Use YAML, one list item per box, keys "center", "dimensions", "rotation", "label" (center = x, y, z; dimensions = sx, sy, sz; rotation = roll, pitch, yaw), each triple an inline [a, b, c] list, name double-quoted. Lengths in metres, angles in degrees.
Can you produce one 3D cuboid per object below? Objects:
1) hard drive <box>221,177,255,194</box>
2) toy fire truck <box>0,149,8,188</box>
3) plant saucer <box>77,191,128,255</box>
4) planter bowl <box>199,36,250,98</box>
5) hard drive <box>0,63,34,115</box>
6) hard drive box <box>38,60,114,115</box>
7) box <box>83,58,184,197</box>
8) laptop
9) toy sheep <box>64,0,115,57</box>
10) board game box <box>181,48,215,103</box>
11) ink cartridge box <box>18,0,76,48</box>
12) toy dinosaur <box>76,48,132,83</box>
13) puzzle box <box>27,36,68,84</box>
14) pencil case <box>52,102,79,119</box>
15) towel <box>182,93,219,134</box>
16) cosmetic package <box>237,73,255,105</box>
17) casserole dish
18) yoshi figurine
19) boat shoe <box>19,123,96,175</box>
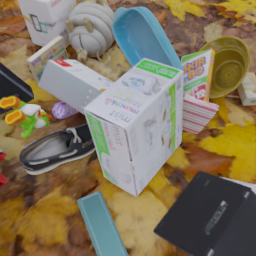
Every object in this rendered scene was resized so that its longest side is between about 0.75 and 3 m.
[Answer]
- center: [2.786, 1.759, 7.180]
  dimensions: [1.188, 0.225, 0.830]
  rotation: [13, 56, 8]
  label: "hard drive"
- center: [-3.648, 0.848, 7.235]
  dimensions: [0.327, 1.343, 0.947]
  rotation: [-33, 28, 21]
  label: "toy fire truck"
- center: [-0.632, 2.414, 6.759]
  dimensions: [0.657, 0.178, 1.879]
  rotation: [-21, 57, -14]
  label: "plant saucer"
- center: [3.071, -1.822, 9.041]
  dimensions: [0.851, 2.044, 2.044]
  rotation: [17, 42, -43]
  label: "planter bowl"
- center: [-4.019, -0.981, 7.743]
  dimensions: [2.446, 1.650, 0.518]
  rotation: [-17, 55, 21]
  label: "hard drive"
- center: [-1.194, -1.105, 8.015]
  dimensions: [2.063, 0.792, 1.607]
  rotation: [30, 20, 7]
  label: "hard drive box"
- center: [0.315, 0.029, 6.846]
  dimensions: [1.208, 2.498, 2.204]
  rotation: [27, 56, 30]
  label: "box"
- center: [2.260, 2.501, 6.732]
  dimensions: [2.282, 1.323, 2.137]
  rotation: [16, 51, 46]
  label: "laptop"
- center: [-1.302, -3.466, 9.812]
  dimensions: [1.903, 1.903, 2.760]
  rotation: [15, 67, 10]
  label: "toy sheep"
- center: [2.082, -1.566, 8.851]
  dimensions: [1.087, 0.341, 2.276]
  rotation: [-6, 58, 41]
  label: "board game box"
- center: [-2.776, -4.079, 10.136]
  dimensions: [1.403, 1.922, 1.410]
  rotation: [23, 56, 20]
  label: "ink cartridge box"
- center: [-0.477, -1.730, 9.353]
  dimensions: [2.748, 0.800, 1.390]
  rotation: [39, 62, -2]
  label: "toy dinosaur"
- center: [-2.680, -2.312, 9.531]
  dimensions: [0.193, 1.010, 1.518]
  rotation: [27, 60, 22]
  label: "puzzle box"
- center: [-1.731, -0.643, 8.402]
  dimensions: [0.499, 0.509, 1.190]
  rotation: [37, 31, 9]
  label: "pencil case"
- center: [1.715, -0.348, 7.601]
  dimensions: [0.973, 1.330, 0.199]
  rotation: [20, 56, -2]
  label: "towel"
- center: [3.964, -1.288, 9.194]
  dimensions: [0.585, 0.395, 1.112]
  rotation: [-3, 55, -2]
  label: "cosmetic package"
- center: [0.644, -2.359, 8.558]
  dimensions: [0.576, 1.798, 2.968]
  rotation: [-41, 106, -26]
  label: "casserole dish"
- center: [-2.623, -0.231, 7.115]
  dimensions: [0.879, 1.571, 0.883]
  rotation: [22, 86, 17]
  label: "yoshi figurine"
- center: [-1.746, 0.418, 7.754]
  dimensions: [2.516, 0.759, 0.929]
  rotation: [-23, 62, -15]
  label: "boat shoe"
